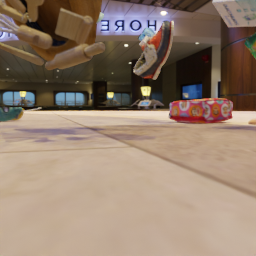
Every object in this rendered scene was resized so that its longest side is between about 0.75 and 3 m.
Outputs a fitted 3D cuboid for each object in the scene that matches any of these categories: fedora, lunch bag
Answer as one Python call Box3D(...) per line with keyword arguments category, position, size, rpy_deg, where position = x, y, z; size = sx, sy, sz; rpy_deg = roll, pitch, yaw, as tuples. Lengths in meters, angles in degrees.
Box3D(category="fedora", position=(-1.509, -2.893, 6.046), size=(3.001, 3.001, 1.224), rpy_deg=(4, 31, 40))
Box3D(category="lunch bag", position=(2.468, -0.624, 9.899), size=(2.008, 0.823, 1.769), rpy_deg=(-3, 5, -32))

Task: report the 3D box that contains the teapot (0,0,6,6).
Box3D(category="teapot", position=(-3.341, -3.448, 6.831), size=(1.083, 1.483, 1.463), rpy_deg=(-1, -35, 11))

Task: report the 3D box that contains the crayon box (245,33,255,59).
Box3D(category="crayon box", position=(3.671, -2.044, 7.381), size=(0.634, 1.068, 0.311), rpy_deg=(-31, -14, 7))

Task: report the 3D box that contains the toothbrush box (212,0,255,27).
Box3D(category="toothbrush box", position=(3.472, -3.340, 6.163), size=(2.545, 1.863, 1.085), rpy_deg=(17, -7, 44))

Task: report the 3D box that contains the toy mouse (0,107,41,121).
Box3D(category="toy mouse", position=(-5.016, -0.521, 10.602), size=(2.680, 0.519, 2.382), rpy_deg=(0, 4, 4))

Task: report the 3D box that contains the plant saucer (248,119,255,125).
Box3D(category="plant saucer", position=(4.214, -0.186, 8.589), size=(0.961, 0.155, 0.961), rpy_deg=(1, 5, 0))

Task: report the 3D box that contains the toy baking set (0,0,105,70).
Box3D(category="toy baking set", position=(-1.671, -1.688, 4.884), size=(2.571, 0.299, 1.973), rpy_deg=(-7, -32, 44))

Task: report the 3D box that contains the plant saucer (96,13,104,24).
Box3D(category="plant saucer", position=(-1.238, -3.418, 8.835), size=(0.991, 0.191, 0.991), rpy_deg=(-18, 40, 16))

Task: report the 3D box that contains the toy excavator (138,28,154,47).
Box3D(category="toy excavator", position=(0.710, -3.640, 11.296), size=(0.505, 0.983, 1.010), rpy_deg=(35, -1, -9))

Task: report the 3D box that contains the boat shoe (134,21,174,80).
Box3D(category="boat shoe", position=(0.854, -2.575, 9.519), size=(0.869, 0.989, 2.777), rpy_deg=(14, -22, -5))
